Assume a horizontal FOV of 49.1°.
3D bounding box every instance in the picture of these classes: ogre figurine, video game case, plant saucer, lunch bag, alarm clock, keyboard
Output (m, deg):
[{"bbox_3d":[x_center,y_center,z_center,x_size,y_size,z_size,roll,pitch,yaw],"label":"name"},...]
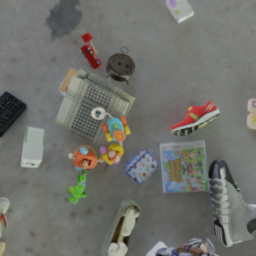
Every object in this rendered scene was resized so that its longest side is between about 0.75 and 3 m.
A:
[{"bbox_3d":[-1.724,2.105,9.620,1.240,0.743,0.608,-44,108,-2],"label":"ogre figurine"},{"bbox_3d":[2.002,1.399,10.058,1.608,0.195,1.766,-6,80,13],"label":"video game case"},{"bbox_3d":[2.437,4.278,9.127,1.783,1.783,0.326,32,59,5],"label":"plant saucer"},{"bbox_3d":[0.438,1.420,10.142,1.171,0.442,0.938,-44,82,-7],"label":"lunch bag"},{"bbox_3d":[-0.246,-2.447,10.569,1.063,0.525,1.576,15,65,-13],"label":"alarm clock"},{"bbox_3d":[-5.087,-0.195,9.913,1.507,0.574,2.895,31,63,4],"label":"keyboard"}]

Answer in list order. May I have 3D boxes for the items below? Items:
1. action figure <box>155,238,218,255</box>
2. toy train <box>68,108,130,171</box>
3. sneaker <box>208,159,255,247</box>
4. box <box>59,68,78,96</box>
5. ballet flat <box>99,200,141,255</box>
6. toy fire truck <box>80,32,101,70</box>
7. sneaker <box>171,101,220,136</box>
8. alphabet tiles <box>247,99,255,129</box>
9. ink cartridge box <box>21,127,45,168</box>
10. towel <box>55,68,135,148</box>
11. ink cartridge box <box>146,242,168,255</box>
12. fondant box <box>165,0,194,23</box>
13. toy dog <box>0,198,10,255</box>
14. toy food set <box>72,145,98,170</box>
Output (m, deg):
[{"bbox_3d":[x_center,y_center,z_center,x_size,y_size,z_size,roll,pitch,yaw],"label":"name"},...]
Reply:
[{"bbox_3d":[1.784,3.868,7.957,2.141,0.743,1.393,-21,73,36],"label":"action figure"},{"bbox_3d":[-0.900,0.602,9.525,1.802,0.667,2.399,15,111,-22],"label":"toy train"},{"bbox_3d":[3.815,2.491,9.736,1.719,1.117,2.977,-5,91,-6],"label":"sneaker"},{"bbox_3d":[-1.763,-1.482,10.469,1.249,0.664,0.951,24,81,4],"label":"box"},{"bbox_3d":[-0.271,3.676,9.394,0.862,0.815,2.558,26,75,-22],"label":"ballet flat"},{"bbox_3d":[-1.407,-2.931,10.700,0.319,0.923,1.309,-25,109,26],"label":"toy fire truck"},{"bbox_3d":[2.381,-0.357,10.376,1.986,0.765,0.843,-26,68,-10],"label":"sneaker"},{"bbox_3d":[5.685,-0.396,10.559,2.321,0.169,2.270,8,81,2],"label":"alphabet tiles"},{"bbox_3d":[-3.278,0.712,9.599,0.614,1.478,1.084,9,71,-21],"label":"ink cartridge box"},{"bbox_3d":[-1.214,-0.634,9.830,2.231,0.400,2.317,28,108,-1],"label":"towel"},{"bbox_3d":[0.932,5.054,9.361,1.907,0.804,1.393,-45,84,-6],"label":"ink cartridge box"},{"bbox_3d":[2.057,-4.800,11.201,0.709,0.286,0.983,-30,81,-4],"label":"fondant box"},{"bbox_3d":[-4.686,3.449,9.549,1.297,0.947,1.966,-7,81,-1],"label":"toy dog"},{"bbox_3d":[-1.571,1.082,10.209,0.883,0.215,0.874,-38,84,-3],"label":"toy food set"}]
